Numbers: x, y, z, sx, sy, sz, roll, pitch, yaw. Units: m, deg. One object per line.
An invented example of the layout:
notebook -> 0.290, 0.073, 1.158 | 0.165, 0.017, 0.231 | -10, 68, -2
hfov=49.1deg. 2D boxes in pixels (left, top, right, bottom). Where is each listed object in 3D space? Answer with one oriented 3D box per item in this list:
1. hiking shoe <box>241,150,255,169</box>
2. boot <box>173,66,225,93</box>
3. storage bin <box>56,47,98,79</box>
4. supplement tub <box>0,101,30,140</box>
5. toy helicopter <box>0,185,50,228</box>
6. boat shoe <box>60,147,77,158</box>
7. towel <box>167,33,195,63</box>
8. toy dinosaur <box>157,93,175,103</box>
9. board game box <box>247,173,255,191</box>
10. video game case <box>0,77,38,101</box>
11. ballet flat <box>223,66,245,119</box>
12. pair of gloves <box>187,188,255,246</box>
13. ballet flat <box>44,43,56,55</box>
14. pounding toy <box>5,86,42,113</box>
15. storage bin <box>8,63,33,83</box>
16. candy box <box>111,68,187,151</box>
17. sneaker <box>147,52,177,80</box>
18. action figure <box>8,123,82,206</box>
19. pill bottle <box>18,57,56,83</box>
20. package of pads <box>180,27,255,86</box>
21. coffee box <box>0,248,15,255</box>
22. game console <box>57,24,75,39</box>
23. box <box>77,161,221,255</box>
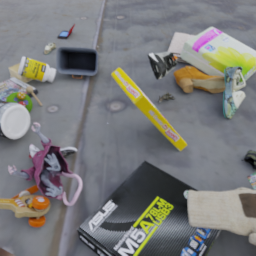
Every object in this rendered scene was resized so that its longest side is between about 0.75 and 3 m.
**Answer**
hiking shoe -> 3.753, 1.044, 7.876 | 1.042, 0.395, 0.524 | 26, 50, 38
boot -> 2.920, -2.014, 11.109 | 2.053, 0.722, 1.470 | -5, 40, -3
storage bin -> -1.986, -2.699, 11.696 | 1.698, 1.235, 1.140 | 4, 13, 5
supplement tub -> -4.060, -0.318, 8.726 | 1.807, 1.107, 1.107 | 12, 42, 29
toy helicopter -> -2.679, 1.768, 6.675 | 1.601, 0.632, 1.059 | 9, 17, -20
boat shoe -> -1.899, 0.758, 8.223 | 0.803, 0.281, 0.266 | -4, 53, 9
towel -> 2.868, -3.864, 13.361 | 1.750, 0.455, 2.641 | 13, 42, 8
toy dinosaur -> 1.430, -1.151, 10.416 | 0.800, 0.308, 0.409 | -18, 10, -39
board game box -> 3.582, 1.129, 6.727 | 1.291, 0.188, 0.869 | -32, 8, 17
video game case -> -4.583, -1.284, 10.646 | 1.523, 0.215, 1.685 | 27, 48, 27
ballet flat -> 3.722, -1.313, 9.787 | 0.773, 0.773, 2.081 | 5, 68, 6
pair of gloves -> 2.479, 2.421, 5.482 | 2.385, 0.492, 2.805 | -2, 46, -2
ballet flat -> -3.805, -3.866, 13.517 | 0.304, 0.337, 0.896 | 15, 43, 16
pounding toy -> -3.610, -0.956, 9.706 | 1.163, 0.540, 0.898 | -37, 96, -36
storage bin -> -4.334, -2.338, 11.707 | 0.903, 0.423, 0.896 | 29, 48, 29
candy box -> 0.663, -0.443, 7.950 | 0.374, 2.835, 1.449 | -43, 47, 5
sneaker -> 1.239, -2.282, 9.703 | 0.933, 0.869, 2.352 | -17, 15, 14
action figure -> -2.125, 0.890, 7.475 | 1.458, 1.621, 2.177 | -60, 29, -8
pill bottle -> -3.601, -2.260, 11.097 | 1.319, 0.742, 0.742 | 14, 35, -25
package of pads -> 3.938, -2.973, 11.723 | 2.798, 0.954, 2.162 | 39, 53, 20
coffee box -> -1.842, 3.117, 5.065 | 1.846, 0.736, 1.056 | 17, 56, 18
game console -> -3.272, -5.129, 14.809 | 0.791, 0.545, 0.918 | 7, 41, 7
box -> 0.623, 2.190, 6.364 | 2.482, 0.611, 2.571 | 30, 49, 26
